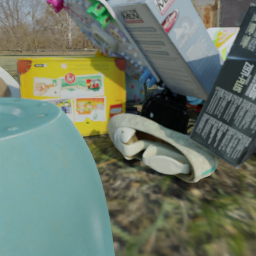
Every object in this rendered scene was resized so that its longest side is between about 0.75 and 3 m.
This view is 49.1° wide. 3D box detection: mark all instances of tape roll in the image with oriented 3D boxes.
[{"bbox_3d":[-3.778,-1.073,7.221,0.485,2.655,2.655,-42,10,15],"label":"tape roll"}]

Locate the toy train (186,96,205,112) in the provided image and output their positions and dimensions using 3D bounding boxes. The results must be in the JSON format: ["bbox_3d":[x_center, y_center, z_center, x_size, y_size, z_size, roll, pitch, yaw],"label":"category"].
[{"bbox_3d":[2.837,-0.809,7.973,2.345,0.993,1.357,14,9,34],"label":"toy train"}]

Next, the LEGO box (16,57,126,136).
[{"bbox_3d":[-1.325,-0.771,6.831,2.462,1.834,0.950,-5,18,-19],"label":"LEGO box"}]

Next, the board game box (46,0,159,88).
[{"bbox_3d":[-0.624,-2.097,6.700,2.449,0.317,2.450,36,-6,44],"label":"board game box"}]

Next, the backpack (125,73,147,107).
[{"bbox_3d":[-0.262,-1.376,8.998,1.610,1.415,1.234,-4,2,12],"label":"backpack"}]

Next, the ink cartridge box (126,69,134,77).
[{"bbox_3d":[0.194,-2.085,8.221,0.967,0.706,0.408,-43,-3,-26],"label":"ink cartridge box"}]

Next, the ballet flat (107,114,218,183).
[{"bbox_3d":[0.346,0.308,5.144,2.559,0.863,0.798,15,32,40],"label":"ballet flat"}]

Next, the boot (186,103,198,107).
[{"bbox_3d":[2.559,-0.874,9.325,1.739,0.630,1.254,5,19,6],"label":"boot"}]

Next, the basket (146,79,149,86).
[{"bbox_3d":[0.254,-1.748,11.019,0.940,1.066,0.742,37,26,-28],"label":"basket"}]

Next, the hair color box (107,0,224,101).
[{"bbox_3d":[0.917,-1.771,5.884,2.777,0.842,1.375,41,-10,-38],"label":"hair color box"}]

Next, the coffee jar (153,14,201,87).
[{"bbox_3d":[1.161,-2.107,7.391,0.839,1.966,1.025,52,10,33],"label":"coffee jar"}]

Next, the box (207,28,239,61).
[{"bbox_3d":[2.612,-2.181,8.550,1.102,1.223,2.175,15,39,33],"label":"box"}]

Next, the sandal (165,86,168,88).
[{"bbox_3d":[1.489,-1.190,9.299,0.910,0.608,2.227,-10,29,32],"label":"sandal"}]

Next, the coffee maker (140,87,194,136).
[{"bbox_3d":[1.111,-0.340,7.216,1.474,1.033,1.534,43,22,-2],"label":"coffee maker"}]

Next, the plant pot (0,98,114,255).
[{"bbox_3d":[-1.157,0.719,2.224,2.165,1.738,2.165,-1,17,0],"label":"plant pot"}]

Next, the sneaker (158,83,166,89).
[{"bbox_3d":[1.979,-2.018,12.024,0.769,1.159,2.037,-7,19,-22],"label":"sneaker"}]

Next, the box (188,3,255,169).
[{"bbox_3d":[2.060,-0.654,4.397,0.902,2.095,1.715,34,29,27],"label":"box"}]

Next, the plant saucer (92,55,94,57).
[{"bbox_3d":[-1.021,-1.747,9.040,0.446,2.481,2.481,40,-8,-34],"label":"plant saucer"}]

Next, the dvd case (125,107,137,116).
[{"bbox_3d":[-0.698,-0.440,8.627,1.957,0.156,1.455,0,17,3],"label":"dvd case"}]
